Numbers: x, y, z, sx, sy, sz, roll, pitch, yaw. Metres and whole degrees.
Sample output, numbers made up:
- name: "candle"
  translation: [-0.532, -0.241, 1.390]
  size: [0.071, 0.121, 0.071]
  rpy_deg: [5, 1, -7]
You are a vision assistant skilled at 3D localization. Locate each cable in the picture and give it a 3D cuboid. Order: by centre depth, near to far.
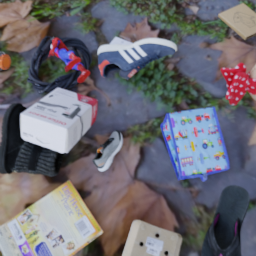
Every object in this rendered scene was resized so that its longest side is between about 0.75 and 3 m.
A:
- name: "cable"
  translation: [-2.561, -2.259, 10.410]
  size: [2.134, 0.664, 2.616]
  rpy_deg: [17, 65, 1]

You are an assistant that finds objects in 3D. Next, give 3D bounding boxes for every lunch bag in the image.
- name: "lunch bag"
  translation: [2.073, 0.568, 8.535]
  size: [1.581, 0.988, 2.100]
  rpy_deg: [-8, 67, -10]

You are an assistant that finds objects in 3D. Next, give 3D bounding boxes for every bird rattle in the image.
- name: "bird rattle"
  translation: [4.668, -1.618, 9.078]
  size: [2.414, 2.961, 1.668]
  rpy_deg: [33, 22, -21]

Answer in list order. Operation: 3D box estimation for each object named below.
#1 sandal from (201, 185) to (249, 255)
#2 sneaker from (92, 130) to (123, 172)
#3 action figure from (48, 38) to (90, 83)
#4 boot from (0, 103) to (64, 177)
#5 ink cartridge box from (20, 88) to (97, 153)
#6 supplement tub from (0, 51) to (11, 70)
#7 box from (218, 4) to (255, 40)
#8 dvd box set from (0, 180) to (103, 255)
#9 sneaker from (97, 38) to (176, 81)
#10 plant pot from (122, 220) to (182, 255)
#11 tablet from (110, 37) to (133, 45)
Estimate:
- name: "sandal"
  translation: [2.177, 2.316, 6.339]
  size: [0.859, 0.547, 2.286]
  rpy_deg: [5, 59, 30]
- name: "sneaker"
  translation: [-0.613, 0.622, 8.536]
  size: [0.519, 0.557, 1.405]
  rpy_deg: [-4, 49, 44]
- name: "action figure"
  translation: [-2.170, -2.411, 9.515]
  size: [0.734, 0.929, 2.840]
  rpy_deg: [-41, 41, 2]
- name: "boot"
  translation: [-2.850, 0.331, 8.584]
  size: [1.799, 0.905, 2.406]
  rpy_deg: [-3, 69, 6]
- name: "ink cartridge box"
  translation: [-2.033, -0.307, 8.549]
  size: [1.520, 0.858, 2.071]
  rpy_deg: [17, 33, 10]
- name: "supplement tub"
  translation: [-5.071, -2.569, 10.486]
  size: [1.148, 0.703, 0.703]
  rpy_deg: [13, 60, 8]
- name: "box"
  translation: [4.962, -4.570, 11.991]
  size: [1.426, 0.186, 1.744]
  rpy_deg: [-27, 63, -15]
- name: "dvd box set"
  translation: [-2.108, 2.753, 7.416]
  size: [2.376, 0.349, 1.738]
  rpy_deg: [-34, 65, -16]
- name: "sneaker"
  translation: [0.289, -2.348, 10.002]
  size: [2.906, 1.089, 1.228]
  rpy_deg: [-2, 82, 22]
- name: "plant pot"
  translation: [0.574, 3.026, 6.808]
  size: [1.397, 1.238, 1.399]
  rpy_deg: [16, 62, 10]
- name: "tablet"
  translation: [-0.274, -3.398, 11.362]
  size: [0.826, 0.056, 0.538]
  rpy_deg: [25, 62, 14]
